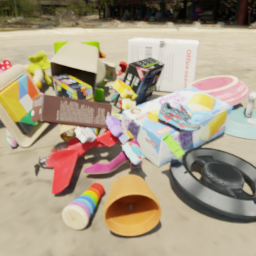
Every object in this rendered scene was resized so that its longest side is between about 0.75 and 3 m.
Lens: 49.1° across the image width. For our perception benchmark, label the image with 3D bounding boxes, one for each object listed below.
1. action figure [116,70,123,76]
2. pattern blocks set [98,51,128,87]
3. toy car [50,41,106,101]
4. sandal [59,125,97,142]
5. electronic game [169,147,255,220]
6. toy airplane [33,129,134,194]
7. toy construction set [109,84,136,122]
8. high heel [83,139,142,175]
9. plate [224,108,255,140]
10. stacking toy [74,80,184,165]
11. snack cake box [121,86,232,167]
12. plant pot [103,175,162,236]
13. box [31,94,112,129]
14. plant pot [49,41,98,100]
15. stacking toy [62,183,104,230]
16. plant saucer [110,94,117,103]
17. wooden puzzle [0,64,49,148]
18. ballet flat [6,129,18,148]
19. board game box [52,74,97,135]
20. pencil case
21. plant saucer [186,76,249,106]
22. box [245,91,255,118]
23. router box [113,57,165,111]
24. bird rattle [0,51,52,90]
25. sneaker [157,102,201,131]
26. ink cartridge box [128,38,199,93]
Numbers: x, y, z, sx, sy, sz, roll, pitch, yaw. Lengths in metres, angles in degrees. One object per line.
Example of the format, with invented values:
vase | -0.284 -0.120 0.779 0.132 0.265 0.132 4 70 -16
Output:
action figure | -1.185 -2.560 13.857 1.778 0.460 0.582 -21 12 -16
pattern blocks set | -1.200 -2.567 12.317 2.663 2.341 0.216 19 65 -6
toy car | -2.452 -2.250 11.485 2.182 2.271 2.765 -13 16 -36
sandal | -1.631 0.133 7.926 0.599 0.668 1.821 -31 40 -34
electronic game | 1.967 1.071 5.886 2.238 0.466 2.238 9 26 -5
toy airplane | -1.107 0.528 6.613 2.508 0.461 2.508 -17 24 8
toy construction set | -0.207 -0.636 8.001 0.902 1.376 0.634 -1 12 -12
high heel | -0.361 0.679 6.453 1.394 0.668 0.469 -9 -6 -9
plate | 3.897 -0.264 9.206 2.444 0.312 2.444 1 23 0
stacking toy | -0.071 0.240 5.802 2.040 1.538 0.479 52 21 20
snack cake box | 1.336 -0.161 7.739 2.715 0.912 1.561 -23 43 -31
plant pot | 0.040 1.234 4.712 0.939 0.939 0.657 -2 30 -5
box | -1.311 -0.347 6.607 1.699 0.637 0.851 4 -2 -33
plant pot | -1.648 -2.000 9.327 1.462 1.460 1.295 14 59 -3
stacking toy | -0.780 1.400 5.376 0.493 0.493 1.156 7 21 15
plant saucer | -0.483 -1.250 10.933 0.078 0.288 0.824 20 -26 -29
wooden puzzle | -2.988 -0.685 7.992 0.364 1.953 1.807 -17 27 28
ballet flat | -3.273 0.184 8.038 0.406 0.395 1.142 -44 30 -4
board game box | -1.661 -0.693 8.593 0.535 1.559 1.886 -18 29 -28
pencil case | -3.822 -1.074 8.432 1.201 1.150 2.777 13 -12 43
plant saucer | 3.153 -1.379 10.478 2.480 0.629 2.480 -14 23 6
box | 4.084 -0.786 9.296 0.195 0.638 0.806 12 30 24
router box | 0.433 -1.570 10.054 0.668 1.611 2.150 31 29 13
bird rattle | -4.795 -2.334 12.482 2.835 1.597 2.311 -7 45 -10
sneaker | 1.209 -0.286 6.567 1.100 0.525 0.436 24 23 24
ink cartridge box | 1.545 -2.817 12.571 2.977 2.173 1.255 8 24 14
